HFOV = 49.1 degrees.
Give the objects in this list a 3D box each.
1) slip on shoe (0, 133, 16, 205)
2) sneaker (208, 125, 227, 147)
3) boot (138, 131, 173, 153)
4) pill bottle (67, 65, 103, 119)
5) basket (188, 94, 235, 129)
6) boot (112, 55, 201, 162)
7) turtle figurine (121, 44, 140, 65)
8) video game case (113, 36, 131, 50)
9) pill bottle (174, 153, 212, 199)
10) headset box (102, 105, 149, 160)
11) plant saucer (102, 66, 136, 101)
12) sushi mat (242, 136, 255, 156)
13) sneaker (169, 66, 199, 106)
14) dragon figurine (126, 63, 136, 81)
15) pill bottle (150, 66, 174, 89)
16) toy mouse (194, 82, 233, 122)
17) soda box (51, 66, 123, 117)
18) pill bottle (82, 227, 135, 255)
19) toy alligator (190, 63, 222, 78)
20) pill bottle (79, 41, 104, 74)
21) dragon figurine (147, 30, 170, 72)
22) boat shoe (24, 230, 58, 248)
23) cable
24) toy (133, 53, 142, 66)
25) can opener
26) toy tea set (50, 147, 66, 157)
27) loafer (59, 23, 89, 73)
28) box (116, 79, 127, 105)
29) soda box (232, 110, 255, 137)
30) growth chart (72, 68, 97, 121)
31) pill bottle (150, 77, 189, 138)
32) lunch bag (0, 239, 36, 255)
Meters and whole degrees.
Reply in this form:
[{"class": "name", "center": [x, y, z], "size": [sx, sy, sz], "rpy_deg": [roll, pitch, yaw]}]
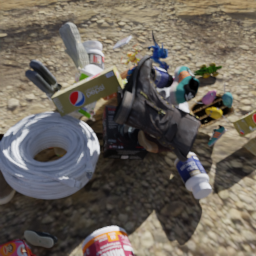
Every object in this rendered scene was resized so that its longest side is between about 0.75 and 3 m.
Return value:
[{"class": "slip on shoe", "center": [-4.117, 1.241, 9.103], "size": [0.984, 0.784, 2.587], "rpy_deg": [-6, 43, -7]}, {"class": "sneaker", "center": [3.119, 0.271, 10.060], "size": [0.372, 0.332, 0.932], "rpy_deg": [44, 73, 10]}, {"class": "boot", "center": [0.864, 0.469, 9.101], "size": [0.906, 0.394, 1.089], "rpy_deg": [4, 29, -23]}, {"class": "pill bottle", "center": [-1.690, -1.274, 10.724], "size": [1.175, 2.151, 1.175], "rpy_deg": [30, 34, -23]}, {"class": "basket", "center": [3.030, -0.683, 10.491], "size": [1.485, 1.107, 1.060], "rpy_deg": [-24, 88, 0]}, {"class": "boot", "center": [1.053, -0.638, 8.572], "size": [2.582, 1.027, 2.966], "rpy_deg": [25, 58, -8]}, {"class": "turtle figurine", "center": [0.305, -3.010, 12.155], "size": [0.946, 1.173, 0.378], "rpy_deg": [28, 35, -26]}, {"class": "video game case", "center": [-0.208, -3.065, 10.078], "size": [0.558, 0.070, 0.779], "rpy_deg": [-17, 27, 25]}, {"class": "pill bottle", "center": [2.059, 1.509, 8.817], "size": [0.756, 0.756, 1.362], "rpy_deg": [-11, 46, -12]}, {"class": "headset box", "center": [-0.141, 0.081, 9.849], "size": [1.459, 0.757, 1.960], "rpy_deg": [5, 59, -13]}, {"class": "plant saucer", "center": [-0.100, -1.947, 11.580], "size": [2.433, 2.433, 0.393], "rpy_deg": [-34, 89, -31]}, {"class": "sushi mat", "center": [5.459, 1.210, 9.590], "size": [1.376, 0.174, 2.877], "rpy_deg": [-23, 47, -25]}, {"class": "sneaker", "center": [2.016, -1.481, 9.490], "size": [0.870, 0.777, 2.177], "rpy_deg": [-9, 35, 26]}, {"class": "dragon figurine", "center": [0.098, -1.949, 9.707], "size": [0.374, 0.221, 0.753], "rpy_deg": [6, 80, -10]}, {"class": "pill bottle", "center": [1.025, -1.725, 9.750], "size": [1.224, 0.684, 0.684], "rpy_deg": [6, 30, -45]}, {"class": "toy mouse", "center": [2.614, -0.778, 8.114], "size": [1.254, 1.115, 0.243], "rpy_deg": [18, 28, -6]}, {"class": "soda box", "center": [-1.309, -1.196, 9.126], "size": [2.249, 0.720, 0.762], "rpy_deg": [-22, 19, 10]}, {"class": "pill bottle", "center": [-0.256, 3.493, 6.342], "size": [1.186, 1.186, 2.165], "rpy_deg": [-14, 44, -15]}, {"class": "toy alligator", "center": [3.675, -2.739, 13.702], "size": [1.936, 0.465, 0.642], "rpy_deg": [-10, 75, -12]}, {"class": "pill bottle", "center": [-1.605, -2.751, 12.323], "size": [1.106, 1.106, 1.909], "rpy_deg": [-1, 82, -1]}, {"class": "dragon figurine", "center": [1.179, -2.826, 10.462], "size": [0.861, 0.510, 1.733], "rpy_deg": [-1, 77, 33]}, {"class": "boat shoe", "center": [-2.381, 2.992, 7.608], "size": [0.963, 0.346, 0.326], "rpy_deg": [8, 4, 19]}, {"class": "cable", "center": [-2.393, 0.763, 8.705], "size": [2.974, 1.030, 2.975], "rpy_deg": [6, 43, 0]}, {"class": "toy", "center": [0.479, -2.926, 13.147], "size": [0.660, 1.147, 0.271], "rpy_deg": [38, 65, 15]}, {"class": "can opener", "center": [-2.793, -1.476, 9.094], "size": [0.807, 2.415, 0.644], "rpy_deg": [19, 79, 10]}, {"class": "toy tea set", "center": [-2.325, 0.637, 9.990], "size": [0.947, 0.590, 1.593], "rpy_deg": [-34, 62, -25]}, {"class": "loafer", "center": [-2.168, -3.112, 11.220], "size": [0.733, 2.100, 0.734], "rpy_deg": [-19, -1, 29]}, {"class": "box", "center": [0.101, -0.982, 10.715], "size": [1.036, 1.882, 0.327], "rpy_deg": [-27, 41, -27]}, {"class": "soda box", "center": [4.811, -0.343, 10.392], "size": [1.867, 0.598, 0.632], "rpy_deg": [-24, 81, -26]}, {"class": "growth chart", "center": [-1.513, -1.191, 9.863], "size": [1.200, 1.658, 0.147], "rpy_deg": [20, 18, 18]}, {"class": "pill bottle", "center": [1.441, -0.599, 10.499], "size": [1.602, 1.602, 2.826], "rpy_deg": [1, 41, 1]}, {"class": "lunch bag", "center": [-2.754, 3.548, 6.648], "size": [1.468, 0.683, 1.667], "rpy_deg": [-18, 45, -19]}]
